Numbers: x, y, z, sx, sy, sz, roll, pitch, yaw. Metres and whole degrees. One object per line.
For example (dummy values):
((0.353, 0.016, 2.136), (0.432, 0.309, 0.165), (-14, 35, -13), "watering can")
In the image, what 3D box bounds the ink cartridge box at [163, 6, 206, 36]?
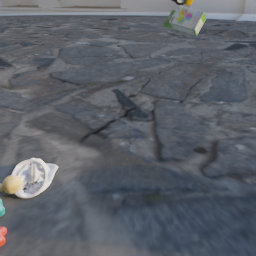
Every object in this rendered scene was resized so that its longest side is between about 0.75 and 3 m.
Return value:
((1.658, -3.285, 8.470), (1.197, 0.621, 0.355), (29, -1, 27), "ink cartridge box")

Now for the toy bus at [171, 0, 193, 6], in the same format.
((0.868, -4.681, 8.705), (2.603, 1.019, 0.847), (13, 31, -13), "toy bus")

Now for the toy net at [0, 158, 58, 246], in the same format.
((-2.030, 1.077, 4.349), (1.366, 0.503, 2.604), (17, 31, 30), "toy net")
